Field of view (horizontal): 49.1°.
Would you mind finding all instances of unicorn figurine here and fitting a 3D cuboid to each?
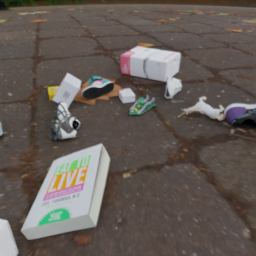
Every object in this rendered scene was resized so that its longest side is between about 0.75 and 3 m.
[{"bbox_3d":[3.272,-0.789,12.026,1.876,0.693,1.289,17,35,26],"label":"unicorn figurine"}]

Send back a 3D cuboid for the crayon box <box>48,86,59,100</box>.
[{"bbox_3d":[-3.526,-1.772,14.058,0.897,0.303,1.039,-9,32,-14],"label":"crayon box"}]

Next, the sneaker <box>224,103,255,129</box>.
[{"bbox_3d":[5.266,-0.381,11.415,2.478,0.939,1.085,-5,47,-3],"label":"sneaker"}]

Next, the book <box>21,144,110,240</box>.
[{"bbox_3d":[-1.579,1.677,7.703,1.818,0.654,2.722,-16,28,12],"label":"book"}]

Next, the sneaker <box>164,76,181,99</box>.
[{"bbox_3d":[2.294,-2.056,14.183,0.844,0.782,2.082,13,33,4],"label":"sneaker"}]

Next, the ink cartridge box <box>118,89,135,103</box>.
[{"bbox_3d":[-0.087,-1.566,13.660,0.634,0.358,0.864,-9,32,-14],"label":"ink cartridge box"}]

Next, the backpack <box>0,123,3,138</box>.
[{"bbox_3d":[-5.351,0.140,10.318,1.134,0.860,1.359,24,35,39],"label":"backpack"}]

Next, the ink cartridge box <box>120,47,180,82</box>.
[{"bbox_3d":[1.329,-3.811,16.583,2.927,1.212,2.145,16,35,26],"label":"ink cartridge box"}]

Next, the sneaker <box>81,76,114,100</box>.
[{"bbox_3d":[-1.756,-2.063,14.079,1.872,0.783,1.130,-23,39,-37],"label":"sneaker"}]

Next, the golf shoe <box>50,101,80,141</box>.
[{"bbox_3d":[-2.442,-0.256,11.132,1.059,0.872,2.242,4,38,-9],"label":"golf shoe"}]

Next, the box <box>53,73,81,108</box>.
[{"bbox_3d":[-2.786,-1.726,12.832,0.761,1.090,1.432,30,17,-18],"label":"box"}]

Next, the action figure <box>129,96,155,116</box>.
[{"bbox_3d":[0.576,-0.960,12.621,0.965,0.447,1.633,22,41,28],"label":"action figure"}]

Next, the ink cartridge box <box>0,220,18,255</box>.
[{"bbox_3d":[-4.105,2.734,5.597,2.865,1.204,2.085,7,31,11],"label":"ink cartridge box"}]
